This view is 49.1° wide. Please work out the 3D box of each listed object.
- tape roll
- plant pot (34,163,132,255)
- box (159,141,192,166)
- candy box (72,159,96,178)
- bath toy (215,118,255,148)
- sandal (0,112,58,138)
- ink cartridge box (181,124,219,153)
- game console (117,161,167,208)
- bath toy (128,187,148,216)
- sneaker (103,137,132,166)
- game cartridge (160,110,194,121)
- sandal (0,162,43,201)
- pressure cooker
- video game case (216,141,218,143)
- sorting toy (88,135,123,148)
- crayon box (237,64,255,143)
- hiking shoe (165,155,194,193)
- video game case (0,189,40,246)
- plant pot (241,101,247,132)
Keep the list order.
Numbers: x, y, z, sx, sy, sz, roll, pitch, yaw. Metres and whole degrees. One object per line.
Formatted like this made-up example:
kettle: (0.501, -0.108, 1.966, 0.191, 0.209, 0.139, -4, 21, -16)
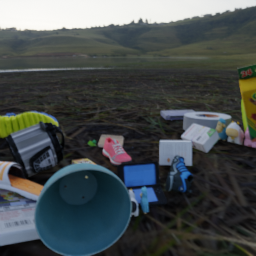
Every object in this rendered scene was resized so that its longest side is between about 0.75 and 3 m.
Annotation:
tape roll: (3.477, -0.227, 12.401, 2.027, 0.670, 2.027, 0, 12, 0)
plant pot: (-0.858, 1.314, 5.134, 1.611, 1.611, 1.085, -5, 14, -16)
box: (1.485, 0.783, 8.829, 0.986, 0.751, 0.524, 1, 1, 8)
candy box: (-1.236, 1.203, 8.373, 0.543, 0.260, 0.941, 0, 13, -38)
bath toy: (4.476, 0.253, 10.295, 2.377, 0.878, 1.033, 15, 0, 36)
sandal: (-4.361, -0.187, 11.837, 2.931, 1.165, 1.276, 3, 12, 4)
ink cartridge box: (2.672, 0.362, 10.441, 0.800, 0.464, 1.104, -43, 34, -18)
game console: (0.335, 1.384, 6.865, 1.101, 0.641, 0.969, -3, 30, -13)
bath toy: (-0.247, 1.686, 6.270, 1.405, 0.519, 0.611, -8, 21, -13)
sneaker: (-0.430, 0.751, 9.293, 0.577, 0.679, 1.566, -10, 20, -30)
game cartridge: (2.729, -0.682, 14.900, 1.823, 0.350, 1.181, -2, 12, -7)
sandal: (-2.651, 1.131, 6.619, 2.019, 0.579, 0.774, 17, 6, 2)
pressure cooker: (-2.616, 0.560, 8.249, 1.565, 1.398, 1.377, -23, 2, -26)
video game case: (3.024, 0.381, 11.566, 0.925, 0.123, 1.295, -1, 17, -3)
sorting toy: (-0.867, 0.549, 10.846, 1.330, 0.196, 0.983, 4, 21, 1)
crayon box: (3.831, -0.685, 7.416, 1.475, 2.323, 0.590, -13, 39, 22)
hiking shoe: (1.467, 1.319, 7.763, 0.689, 0.591, 1.589, 15, 27, 11)
video game case: (-3.087, 1.742, 5.810, 2.564, 0.295, 2.336, 2, 13, -34)
plant pot: (5.730, -0.936, 10.604, 2.306, 2.103, 2.317, 1, 51, 11)
